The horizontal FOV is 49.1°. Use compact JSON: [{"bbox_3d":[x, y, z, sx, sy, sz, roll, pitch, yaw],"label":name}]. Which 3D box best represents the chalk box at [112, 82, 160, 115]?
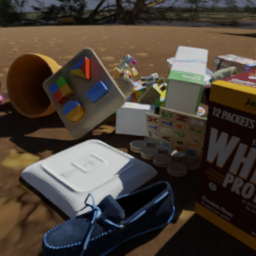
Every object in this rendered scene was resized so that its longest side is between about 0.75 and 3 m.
[{"bbox_3d":[0.353,-1.134,11.132,1.840,1.145,1.139,8,26,19],"label":"chalk box"}]

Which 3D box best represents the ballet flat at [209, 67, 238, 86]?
[{"bbox_3d":[3.109,-0.404,7.876,0.917,2.942,0.992,-24,-19,31],"label":"ballet flat"}]

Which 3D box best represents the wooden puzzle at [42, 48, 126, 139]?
[{"bbox_3d":[-1.560,-1.172,9.168,2.187,2.361,0.547,-37,-14,10],"label":"wooden puzzle"}]

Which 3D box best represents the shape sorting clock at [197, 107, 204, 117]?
[{"bbox_3d":[2.347,-0.677,11.188,1.377,0.270,1.377,0,25,0],"label":"shape sorting clock"}]

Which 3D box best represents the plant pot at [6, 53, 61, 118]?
[{"bbox_3d":[-3.212,-1.690,11.303,2.354,2.354,2.155,11,12,21],"label":"plant pot"}]

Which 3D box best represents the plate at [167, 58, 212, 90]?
[{"bbox_3d":[3.467,-2.923,14.849,2.546,0.412,2.552,41,38,14],"label":"plate"}]

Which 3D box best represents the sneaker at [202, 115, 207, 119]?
[{"bbox_3d":[3.292,-0.168,9.356,2.918,1.120,1.222,-7,18,-38],"label":"sneaker"}]

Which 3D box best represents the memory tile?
[{"bbox_3d":[1.239,0.706,8.363,1.646,0.180,2.147,-18,32,-34],"label":"memory tile"}]

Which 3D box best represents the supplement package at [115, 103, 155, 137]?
[{"bbox_3d":[0.246,-0.292,9.439,1.222,0.952,0.678,6,19,7],"label":"supplement package"}]

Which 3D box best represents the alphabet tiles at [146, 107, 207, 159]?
[{"bbox_3d":[1.521,0.216,7.204,2.213,1.841,0.070,16,59,16],"label":"alphabet tiles"}]

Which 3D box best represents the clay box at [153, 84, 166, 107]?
[{"bbox_3d":[1.522,-1.399,12.245,1.127,0.467,1.961,-4,29,-3],"label":"clay box"}]

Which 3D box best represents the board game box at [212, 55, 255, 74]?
[{"bbox_3d":[5.016,-2.303,12.942,1.038,1.709,2.144,-13,28,-23],"label":"board game box"}]

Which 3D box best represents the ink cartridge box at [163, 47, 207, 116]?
[{"bbox_3d":[2.038,-1.424,10.055,1.218,2.022,2.783,10,38,9],"label":"ink cartridge box"}]

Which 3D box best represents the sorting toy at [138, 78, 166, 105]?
[{"bbox_3d":[0.748,-1.140,9.876,0.706,1.465,0.248,33,10,-48],"label":"sorting toy"}]

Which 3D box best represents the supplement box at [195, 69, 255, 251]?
[{"bbox_3d":[3.123,0.428,5.679,2.898,2.938,1.951,-21,32,-37],"label":"supplement box"}]

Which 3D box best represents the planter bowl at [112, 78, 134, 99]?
[{"bbox_3d":[-0.246,-1.250,9.353,0.814,0.548,0.814,17,-13,4],"label":"planter bowl"}]

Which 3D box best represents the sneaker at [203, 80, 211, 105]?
[{"bbox_3d":[3.122,-0.790,9.995,0.678,1.792,1.035,-27,13,33],"label":"sneaker"}]

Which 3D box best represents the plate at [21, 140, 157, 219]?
[{"bbox_3d":[-1.021,1.068,7.311,2.630,0.426,2.636,23,34,38],"label":"plate"}]

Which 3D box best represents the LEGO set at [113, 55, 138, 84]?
[{"bbox_3d":[0.045,-1.811,10.218,0.806,0.996,2.165,44,3,8],"label":"LEGO set"}]

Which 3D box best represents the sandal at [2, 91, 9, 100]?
[{"bbox_3d":[-4.330,-1.978,12.705,2.962,0.849,1.135,-21,2,-40],"label":"sandal"}]

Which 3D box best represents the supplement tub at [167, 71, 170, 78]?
[{"bbox_3d":[2.700,-2.933,15.347,0.818,0.818,1.335,13,28,25],"label":"supplement tub"}]

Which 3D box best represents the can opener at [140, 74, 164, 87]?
[{"bbox_3d":[0.916,-1.840,10.659,0.456,0.362,1.373,-7,12,35],"label":"can opener"}]

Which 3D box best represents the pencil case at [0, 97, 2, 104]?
[{"bbox_3d":[-5.606,-1.036,11.813,0.429,0.443,0.945,40,12,-23],"label":"pencil case"}]

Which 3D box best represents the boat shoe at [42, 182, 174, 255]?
[{"bbox_3d":[-0.349,1.652,5.451,2.721,0.934,1.145,-16,30,-31],"label":"boat shoe"}]

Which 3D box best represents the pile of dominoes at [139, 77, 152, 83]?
[{"bbox_3d":[0.487,-1.968,13.752,2.091,0.427,2.683,9,26,17],"label":"pile of dominoes"}]
